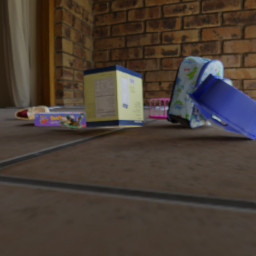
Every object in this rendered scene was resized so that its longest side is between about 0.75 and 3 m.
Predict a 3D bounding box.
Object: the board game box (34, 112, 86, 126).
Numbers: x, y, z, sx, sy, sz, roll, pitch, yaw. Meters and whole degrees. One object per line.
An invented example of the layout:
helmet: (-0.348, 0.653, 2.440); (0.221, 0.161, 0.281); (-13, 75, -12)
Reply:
board game box: (-2.929, -0.441, 13.377); (2.531, 0.567, 1.702); (0, 6, 0)

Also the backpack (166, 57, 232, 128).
backpack: (3.191, -1.509, 11.986); (2.086, 2.838, 2.597); (17, 17, 35)

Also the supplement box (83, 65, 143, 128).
supplement box: (-0.461, -0.993, 9.894); (1.313, 1.955, 1.957); (-3, -1, 27)

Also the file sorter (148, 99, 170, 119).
file sorter: (2.464, -1.232, 17.823); (1.395, 1.259, 2.008); (-4, 7, -35)

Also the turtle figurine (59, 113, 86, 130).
turtle figurine: (-2.124, -0.209, 10.834); (1.191, 0.600, 0.892); (9, 28, 45)

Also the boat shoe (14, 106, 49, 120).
boat shoe: (-5.762, -0.828, 16.659); (2.142, 0.790, 0.741); (-8, 5, 19)

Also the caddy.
caddy: (2.985, -0.562, 8.486); (2.419, 1.270, 1.710); (30, 18, -11)
